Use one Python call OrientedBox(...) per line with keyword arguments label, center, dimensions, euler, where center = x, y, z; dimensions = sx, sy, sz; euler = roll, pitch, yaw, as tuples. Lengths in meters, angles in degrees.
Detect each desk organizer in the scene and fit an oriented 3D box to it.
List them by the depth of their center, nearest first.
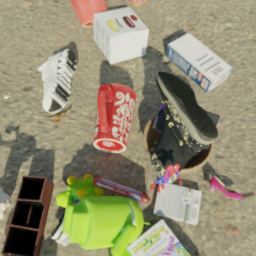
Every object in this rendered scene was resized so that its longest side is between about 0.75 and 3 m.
OrientedBox(label="desk organizer", center=(-3.043, 2.739, 8.661), dimensions=(0.848, 0.911, 2.365), euler=(3, 59, 2))

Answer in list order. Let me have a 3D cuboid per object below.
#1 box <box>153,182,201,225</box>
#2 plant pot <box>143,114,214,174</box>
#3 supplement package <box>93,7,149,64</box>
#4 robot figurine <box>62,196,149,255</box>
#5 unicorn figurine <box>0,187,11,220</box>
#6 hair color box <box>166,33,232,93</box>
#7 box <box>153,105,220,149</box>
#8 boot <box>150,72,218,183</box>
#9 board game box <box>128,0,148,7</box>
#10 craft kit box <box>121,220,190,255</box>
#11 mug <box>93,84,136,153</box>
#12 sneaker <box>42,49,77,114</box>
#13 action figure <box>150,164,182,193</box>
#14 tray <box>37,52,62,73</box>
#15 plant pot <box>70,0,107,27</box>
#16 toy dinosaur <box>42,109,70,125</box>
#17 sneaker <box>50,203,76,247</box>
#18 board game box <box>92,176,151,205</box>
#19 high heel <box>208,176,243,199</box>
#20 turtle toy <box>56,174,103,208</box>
OrientedBox(label="box", center=(1.621, 2.456, 9.196), dimensions=(1.408, 0.290, 1.098), euler=(13, 59, 6))
OrientedBox(label="plant pot", center=(1.691, 0.573, 9.829), dimensions=(2.345, 1.082, 2.345), euler=(0, 64, 0))
OrientedBox(label="supplement package", center=(-0.355, -4.107, 12.365), dimensions=(1.782, 1.370, 1.863), euler=(-20, 58, -19))
OrientedBox(label="robot figurine", center=(-0.605, 2.693, 8.095), dimensions=(2.400, 2.105, 1.388), euler=(8, 91, -32))
OrientedBox(label="unicorn figurine", center=(-4.068, 2.067, 8.233), dimensions=(1.723, 2.509, 0.926), euler=(32, 62, 10))
OrientedBox(label="hair color box", center=(2.988, -2.839, 12.069), dimensions=(1.309, 0.792, 2.617), euler=(-33, 64, -18))
OrientedBox(label="box", center=(1.883, -0.147, 9.140), dimensions=(1.845, 0.979, 1.128), euler=(22, 89, 13))
OrientedBox(label="boot", center=(1.212, -0.074, 8.490), dimensions=(1.081, 2.262, 2.995), euler=(4, 43, -29))
OrientedBox(label="board game box", center=(0.495, -7.118, 14.552), dimensions=(0.935, 0.935, 0.934), euler=(-35, 65, -19))
OrientedBox(label="craft kit box", center=(0.826, 4.116, 8.046), dimensions=(2.066, 0.501, 2.041), euler=(-34, 62, -15))
OrientedBox(label="mug", center=(-0.700, -0.392, 10.115), dimensions=(1.937, 1.456, 2.182), euler=(28, 57, -36))
OrientedBox(label="sneaker", center=(-2.988, -1.862, 11.441), dimensions=(1.192, 1.105, 2.942), euler=(-2, 60, 19))
OrientedBox(label="action figure", center=(1.016, 1.415, 7.321), dimensions=(0.378, 1.158, 0.573), euler=(19, 36, -18))
OrientedBox(label="tray", center=(-3.237, -2.769, 12.395), dimensions=(0.766, 0.158, 1.427), euler=(35, 65, 17))
OrientedBox(label="plant pot", center=(-1.789, -5.717, 13.097), dimensions=(1.828, 1.828, 1.617), euler=(-17, 101, -10))
OrientedBox(label="toy dinosaur", center=(-2.781, -0.407, 10.940), dimensions=(1.161, 0.351, 0.617), euler=(-14, 32, 0))
OrientedBox(label="sneaker", center=(-1.746, 3.071, 8.807), dimensions=(0.800, 0.525, 1.391), euler=(44, 46, -11))
OrientedBox(label="board game box", center=(-0.229, 1.956, 8.907), dimensions=(1.858, 0.957, 0.181), euler=(20, 85, -2))
OrientedBox(label="high heel", center=(3.206, 1.939, 9.108), dimensions=(1.109, 0.374, 0.532), euler=(16, 103, 17))
OrientedBox(label="turtle toy", center=(-1.560, 2.095, 8.950), dimensions=(1.508, 0.762, 1.099), euler=(-2, 22, -32))
